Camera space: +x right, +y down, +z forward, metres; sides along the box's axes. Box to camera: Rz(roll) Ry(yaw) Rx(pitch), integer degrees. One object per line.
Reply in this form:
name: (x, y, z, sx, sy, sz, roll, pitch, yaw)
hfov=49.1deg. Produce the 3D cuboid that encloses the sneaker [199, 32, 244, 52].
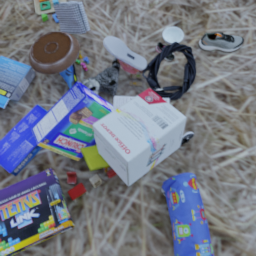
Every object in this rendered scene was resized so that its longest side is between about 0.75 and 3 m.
sneaker: (4.084, -3.765, 12.099, 1.908, 0.756, 0.705, -1, 65, -2)

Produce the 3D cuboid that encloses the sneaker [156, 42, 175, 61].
sneaker: (1.586, -3.303, 12.069, 1.012, 0.437, 0.407, 40, 74, 15)

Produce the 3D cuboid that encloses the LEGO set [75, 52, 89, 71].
LEGO set: (-2.088, -3.014, 11.910, 1.203, 0.494, 0.459, 38, 72, 15)

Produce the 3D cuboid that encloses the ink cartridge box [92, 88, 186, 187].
ink cartridge box: (0.329, 0.282, 8.672, 2.294, 1.659, 1.667, -33, 60, -21)

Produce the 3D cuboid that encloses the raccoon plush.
raccoon plush: (-1.083, -2.074, 11.293, 1.400, 1.011, 2.089, 7, 51, 2)

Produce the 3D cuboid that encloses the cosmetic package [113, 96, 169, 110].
cosmetic package: (0.494, -0.496, 10.620, 2.097, 0.851, 1.184, 0, 69, 2)

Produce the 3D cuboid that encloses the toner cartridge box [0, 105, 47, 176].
toner cartridge box: (-3.766, 0.428, 10.409, 1.197, 0.544, 2.520, 36, 72, 13)

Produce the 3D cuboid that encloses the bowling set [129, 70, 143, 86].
bowling set: (0.346, -2.264, 11.496, 0.531, 0.688, 0.988, 4, 64, -4)

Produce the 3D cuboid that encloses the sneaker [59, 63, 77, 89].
sneaker: (-2.514, -2.180, 11.508, 0.705, 0.593, 1.799, -16, 63, 0)

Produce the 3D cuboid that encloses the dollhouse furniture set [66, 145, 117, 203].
dollhouse furniture set: (-1.303, 1.480, 9.787, 2.122, 0.863, 1.142, -32, 71, -13)

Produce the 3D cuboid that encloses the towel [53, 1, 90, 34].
towel: (-2.432, -4.640, 11.868, 1.512, 1.252, 0.647, 15, 49, 36)

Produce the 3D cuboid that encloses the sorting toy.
sorting toy: (-3.706, -6.067, 13.263, 1.504, 0.364, 2.671, -12, 67, -7)

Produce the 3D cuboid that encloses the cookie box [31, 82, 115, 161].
cookie box: (-1.700, -0.116, 9.435, 2.271, 1.943, 0.853, -43, 52, 12)

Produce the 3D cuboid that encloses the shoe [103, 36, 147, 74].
shoe: (-0.237, -2.712, 10.741, 1.878, 0.854, 0.671, 29, 71, -19)

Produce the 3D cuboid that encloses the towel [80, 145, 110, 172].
towel: (-0.391, 0.867, 9.663, 2.343, 0.212, 1.008, -10, 45, -29)

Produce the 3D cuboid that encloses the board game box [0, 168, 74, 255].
board game box: (-3.248, 2.750, 9.081, 2.454, 0.696, 2.029, -24, 70, -6)

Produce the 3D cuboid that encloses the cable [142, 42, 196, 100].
cable: (1.842, -2.255, 11.119, 2.354, 0.598, 1.920, -45, 98, -7)

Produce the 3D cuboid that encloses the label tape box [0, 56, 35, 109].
label tape box: (-4.941, -1.752, 11.292, 1.452, 0.670, 2.027, 21, 71, 10)

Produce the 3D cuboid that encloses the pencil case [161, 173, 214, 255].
pencil case: (1.851, 2.905, 8.997, 1.260, 1.132, 2.901, -19, 65, 23)

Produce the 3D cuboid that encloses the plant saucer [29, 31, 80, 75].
plant saucer: (-2.822, -2.909, 10.496, 2.022, 0.348, 2.022, -3, 64, 7)

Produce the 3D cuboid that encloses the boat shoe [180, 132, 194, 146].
boat shoe: (2.106, 0.436, 10.345, 0.884, 0.309, 0.293, -20, 31, -19)

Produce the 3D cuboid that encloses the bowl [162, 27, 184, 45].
bowl: (1.961, -3.970, 12.362, 0.931, 0.419, 0.931, 0, 66, 0)
